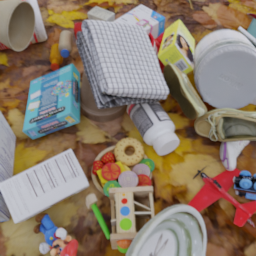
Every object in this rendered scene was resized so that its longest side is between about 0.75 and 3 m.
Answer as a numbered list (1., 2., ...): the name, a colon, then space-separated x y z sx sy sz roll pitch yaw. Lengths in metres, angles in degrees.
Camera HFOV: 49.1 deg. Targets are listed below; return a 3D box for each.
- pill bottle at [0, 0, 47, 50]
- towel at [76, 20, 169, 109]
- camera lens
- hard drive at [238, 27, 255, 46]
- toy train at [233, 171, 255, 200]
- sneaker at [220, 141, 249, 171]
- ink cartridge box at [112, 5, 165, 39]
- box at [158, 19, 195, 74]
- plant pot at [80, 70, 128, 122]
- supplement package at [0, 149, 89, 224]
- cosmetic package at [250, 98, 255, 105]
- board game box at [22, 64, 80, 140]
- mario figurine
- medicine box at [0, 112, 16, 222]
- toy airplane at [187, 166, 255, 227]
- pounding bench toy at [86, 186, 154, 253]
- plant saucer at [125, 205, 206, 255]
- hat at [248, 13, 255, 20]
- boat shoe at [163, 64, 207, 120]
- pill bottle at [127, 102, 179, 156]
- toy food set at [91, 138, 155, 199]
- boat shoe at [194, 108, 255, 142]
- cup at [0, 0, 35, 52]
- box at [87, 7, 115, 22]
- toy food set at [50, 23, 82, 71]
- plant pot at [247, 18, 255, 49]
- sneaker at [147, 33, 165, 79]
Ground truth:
1. pill bottle: -4.953 -4.050 11.216 2.997 1.682 1.682 -16 56 -11
2. towel: -0.183 -1.818 8.229 2.189 1.131 2.644 -5 66 -34
3. camera lens: 3.165 -1.958 9.109 2.051 2.051 2.565 8 31 6
4. hard drive: 4.164 -3.126 9.633 0.889 0.119 0.586 44 23 10
5. toy train: 3.557 1.667 7.687 1.331 0.761 0.577 7 28 17
6. sneaker: 3.329 0.472 8.626 0.936 0.703 1.879 10 55 7
7. ink cartridge box: 0.403 -4.199 11.831 1.405 0.823 1.944 38 64 22
8. box: 1.700 -2.752 9.503 0.701 1.052 2.796 -31 25 30
9. plant pot: -0.888 -1.376 9.379 1.852 1.615 1.852 -1 56 1
10. supplement package: -2.135 1.525 7.408 1.955 1.112 1.071 -26 81 -13
11. cosmetic package: 4.822 -1.819 9.681 0.972 1.576 1.581 16 56 8
12. board game box: -2.474 -0.909 9.263 1.737 0.540 2.301 -19 50 14
13. mario figurine: -1.844 2.716 6.756 1.465 0.904 0.776 29 62 33
14. medicine box: -4.707 1.168 7.638 2.636 1.490 2.894 -8 54 -6
15. toy airplane: 2.696 1.912 7.807 2.087 0.384 2.087 0 54 -1
16. pounding bench toy: -0.216 2.368 7.050 1.770 1.100 1.381 -2 55 -2
17. plant saucer: 0.669 2.910 6.050 0.683 2.723 2.723 12 49 48
18. hat: 5.106 -2.076 8.710 2.202 2.658 2.340 -7 18 -40
19. boat shoe: 1.673 -1.123 8.302 0.573 0.664 1.821 -23 75 -30
20. pill bottle: 0.801 -0.110 8.818 1.049 1.049 1.895 -21 58 -14
21. toy food set: -0.151 1.237 8.240 1.845 0.449 1.826 -23 58 -16
22. boat shoe: 2.937 -0.020 7.835 2.537 0.925 0.798 5 18 40
23. cup: -4.172 -3.642 9.653 1.209 1.691 1.691 19 57 6
24. box: -1.187 -4.859 12.458 1.035 0.564 0.662 29 60 19
25. toy food set: -1.554 -3.022 10.588 2.912 1.390 1.310 -3 50 -4
26. plant pot: 5.589 -3.675 11.011 1.679 1.680 2.376 38 70 24
27. sneaker: 1.113 -3.099 10.351 1.150 1.696 2.936 -4 48 24
